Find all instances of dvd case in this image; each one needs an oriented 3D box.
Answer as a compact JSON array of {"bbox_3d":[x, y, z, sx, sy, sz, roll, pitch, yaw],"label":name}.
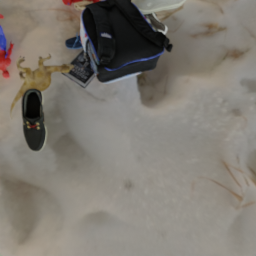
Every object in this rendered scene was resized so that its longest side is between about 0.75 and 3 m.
[{"bbox_3d":[-1.535,-2.155,9.906,1.041,0.171,1.386,33,67,8],"label":"dvd case"}]

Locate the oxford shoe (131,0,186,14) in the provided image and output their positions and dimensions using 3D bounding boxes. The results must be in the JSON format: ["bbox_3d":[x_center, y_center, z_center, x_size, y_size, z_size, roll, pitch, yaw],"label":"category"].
[{"bbox_3d":[1.319,-4.911,10.152,2.934,0.847,1.103,-32,68,-32],"label":"oxford shoe"}]

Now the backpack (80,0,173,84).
[{"bbox_3d":[-0.358,-2.868,9.169,2.669,2.056,2.543,-19,80,-23],"label":"backpack"}]

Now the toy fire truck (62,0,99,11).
[{"bbox_3d":[-1.574,-4.558,10.267,1.904,0.464,1.342,8,45,-2],"label":"toy fire truck"}]

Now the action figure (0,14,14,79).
[{"bbox_3d":[-4.518,-2.852,9.935,0.765,0.604,2.338,-14,80,7],"label":"action figure"}]

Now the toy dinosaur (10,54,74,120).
[{"bbox_3d":[-3.243,-1.646,9.415,2.787,0.811,1.409,-37,70,-3],"label":"toy dinosaur"}]

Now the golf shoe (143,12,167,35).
[{"bbox_3d":[0.398,-3.973,10.304,2.336,0.908,1.104,44,60,11],"label":"golf shoe"}]

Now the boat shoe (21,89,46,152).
[{"bbox_3d":[-3.033,-0.229,8.907,0.747,0.640,2.042,0,95,-4],"label":"boat shoe"}]

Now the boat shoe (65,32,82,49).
[{"bbox_3d":[-1.666,-3.262,10.186,1.318,0.453,0.555,-17,74,-5],"label":"boat shoe"}]
